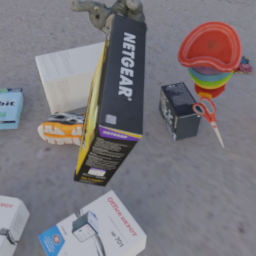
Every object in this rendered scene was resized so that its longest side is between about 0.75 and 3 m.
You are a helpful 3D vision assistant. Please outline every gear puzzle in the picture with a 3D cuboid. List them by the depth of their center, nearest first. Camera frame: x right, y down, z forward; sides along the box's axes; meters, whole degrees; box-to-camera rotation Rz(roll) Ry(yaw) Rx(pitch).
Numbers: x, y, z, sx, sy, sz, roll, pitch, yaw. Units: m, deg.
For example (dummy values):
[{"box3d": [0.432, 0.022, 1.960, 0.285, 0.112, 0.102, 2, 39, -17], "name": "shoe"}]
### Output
[{"box3d": [3.849, -2.669, 11.392, 2.271, 0.297, 1.176, 2, 49, 1], "name": "gear puzzle"}]

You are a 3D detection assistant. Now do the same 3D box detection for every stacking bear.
[{"box3d": [2.085, -1.473, 7.097, 1.336, 2.200, 1.251, 13, 74, 19], "name": "stacking bear"}]

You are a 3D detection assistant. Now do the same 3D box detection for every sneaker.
[{"box3d": [-1.415, -0.005, 8.609, 2.607, 1.020, 1.007, 10, 44, 10], "name": "sneaker"}]

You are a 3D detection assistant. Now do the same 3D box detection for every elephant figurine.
[{"box3d": [-0.502, -3.156, 8.034, 1.794, 1.269, 1.392, -29, 87, 1], "name": "elephant figurine"}]

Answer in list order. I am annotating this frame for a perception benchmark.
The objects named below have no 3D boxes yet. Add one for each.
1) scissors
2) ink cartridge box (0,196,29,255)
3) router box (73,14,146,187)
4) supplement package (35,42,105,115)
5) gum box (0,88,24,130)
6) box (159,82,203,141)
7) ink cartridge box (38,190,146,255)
[{"box3d": [1.997, -0.110, 6.441, 1.380, 0.505, 0.096, 52, 45, -9], "name": "scissors"}, {"box3d": [-3.352, 2.585, 6.415, 1.396, 0.805, 1.924, 7, 49, 6], "name": "ink cartridge box"}, {"box3d": [-0.355, -0.493, 5.449, 0.696, 2.096, 2.666, 14, 54, -14], "name": "router box"}, {"box3d": [-1.655, -1.754, 9.764, 2.589, 1.519, 1.514, -16, 51, -14], "name": "supplement package"}, {"box3d": [-4.402, -0.660, 9.357, 1.525, 0.400, 1.795, -3, 43, -10], "name": "gum box"}, {"box3d": [1.627, -0.539, 8.969, 0.804, 1.114, 1.501, -13, 49, -10], "name": "box"}, {"box3d": [-0.781, 2.604, 6.386, 1.974, 0.848, 1.446, -29, 55, -22], "name": "ink cartridge box"}]
